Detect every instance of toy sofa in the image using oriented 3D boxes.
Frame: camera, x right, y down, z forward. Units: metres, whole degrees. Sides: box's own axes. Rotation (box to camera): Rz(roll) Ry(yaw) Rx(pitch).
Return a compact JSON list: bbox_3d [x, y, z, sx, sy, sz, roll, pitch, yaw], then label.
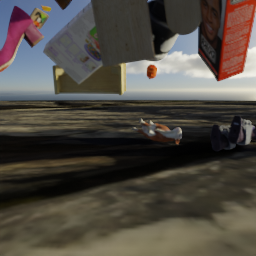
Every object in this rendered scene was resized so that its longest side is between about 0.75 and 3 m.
[{"bbox_3d":[-1.494,-2.009,11.311,2.820,1.168,1.376,1,18,5],"label":"toy sofa"}]

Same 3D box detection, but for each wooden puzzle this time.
[{"bbox_3d":[-3.003,-3.643,9.363,0.119,1.017,0.686,45,21,18],"label":"wooden puzzle"}]

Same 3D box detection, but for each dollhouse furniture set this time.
[{"bbox_3d":[1.076,-2.874,6.343,2.802,2.400,2.946,-4,13,22],"label":"dollhouse furniture set"}]

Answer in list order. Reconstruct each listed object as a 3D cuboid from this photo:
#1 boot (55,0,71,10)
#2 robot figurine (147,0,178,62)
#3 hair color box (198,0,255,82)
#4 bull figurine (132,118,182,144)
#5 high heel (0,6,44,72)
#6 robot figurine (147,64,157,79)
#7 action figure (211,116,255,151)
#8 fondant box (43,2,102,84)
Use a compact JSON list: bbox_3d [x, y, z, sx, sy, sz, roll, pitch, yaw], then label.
[{"bbox_3d":[-1.845,-3.846,7.536,0.892,0.947,0.324,-45,1,23],"label":"boot"},{"bbox_3d":[1.018,-3.290,9.434,1.718,1.427,2.287,-11,-26,-25],"label":"robot figurine"},{"bbox_3d":[1.916,-2.093,5.628,0.656,1.088,2.143,-20,-36,-1],"label":"hair color box"},{"bbox_3d":[0.631,0.073,6.156,0.721,0.387,1.188,25,-11,-27],"label":"bull figurine"},{"bbox_3d":[-3.481,-2.292,7.639,0.777,1.108,2.304,-9,36,55],"label":"high heel"},{"bbox_3d":[1.091,-2.611,13.065,0.468,0.577,0.802,-22,-25,-9],"label":"robot figurine"},{"bbox_3d":[2.472,0.107,5.386,1.801,0.625,1.172,0,-2,-32],"label":"action figure"},{"bbox_3d":[-1.375,-2.680,9.008,2.178,1.571,0.634,-35,33,20],"label":"fondant box"}]
